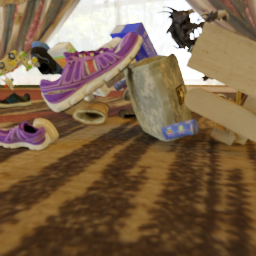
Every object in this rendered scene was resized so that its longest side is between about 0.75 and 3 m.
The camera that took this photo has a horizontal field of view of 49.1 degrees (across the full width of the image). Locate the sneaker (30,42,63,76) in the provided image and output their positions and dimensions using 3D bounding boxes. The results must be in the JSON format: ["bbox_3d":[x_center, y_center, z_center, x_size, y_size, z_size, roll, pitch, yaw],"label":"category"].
[{"bbox_3d":[-3.101,-2.462,11.315,0.878,0.975,2.503,0,-13,19],"label":"sneaker"}]

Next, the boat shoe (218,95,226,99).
[{"bbox_3d":[4.876,-1.558,15.671,1.823,0.674,0.550,11,46,-32],"label":"boat shoe"}]

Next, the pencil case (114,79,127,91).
[{"bbox_3d":[-0.178,-1.559,9.853,0.295,0.328,0.756,34,-32,-29],"label":"pencil case"}]

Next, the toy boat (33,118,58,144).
[{"bbox_3d":[-2.211,0.132,7.020,0.852,0.716,0.396,-29,19,11],"label":"toy boat"}]

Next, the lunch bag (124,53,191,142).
[{"bbox_3d":[0.809,-0.867,7.410,1.402,1.956,2.385,-18,16,-2],"label":"lunch bag"}]

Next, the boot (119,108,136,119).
[{"bbox_3d":[0.235,-0.561,11.253,1.124,0.381,0.734,-13,20,-21],"label":"boot"}]

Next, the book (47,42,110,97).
[{"bbox_3d":[-1.516,-1.798,8.794,0.465,1.936,1.294,-49,33,-15],"label":"book"}]

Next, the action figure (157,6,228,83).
[{"bbox_3d":[1.645,-2.064,6.418,1.085,2.126,1.263,-43,11,-12],"label":"action figure"}]

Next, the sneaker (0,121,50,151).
[{"bbox_3d":[-2.534,0.104,6.647,1.479,0.617,0.596,3,31,15],"label":"sneaker"}]

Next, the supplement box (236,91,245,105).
[{"bbox_3d":[5.497,-0.931,9.125,2.679,1.803,2.716,-3,11,-14],"label":"supplement box"}]

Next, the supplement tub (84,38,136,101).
[{"bbox_3d":[-1.038,-2.284,10.966,2.379,1.569,1.569,-35,22,-15],"label":"supplement tub"}]

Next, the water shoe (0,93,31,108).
[{"bbox_3d":[-6.159,-1.501,14.830,1.922,0.758,0.687,-9,14,-38],"label":"water shoe"}]

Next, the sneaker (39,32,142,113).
[{"bbox_3d":[-0.927,-1.568,6.959,2.896,1.208,1.168,-35,12,-4],"label":"sneaker"}]

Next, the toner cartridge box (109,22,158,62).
[{"bbox_3d":[0.533,-3.029,11.939,1.404,2.955,0.638,11,59,39],"label":"toner cartridge box"}]

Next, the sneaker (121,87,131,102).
[{"bbox_3d":[0.231,-1.504,10.855,0.781,0.740,1.902,22,-21,-1],"label":"sneaker"}]

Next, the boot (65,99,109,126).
[{"bbox_3d":[-1.717,-0.659,10.547,2.061,0.778,2.353,0,12,2],"label":"boot"}]

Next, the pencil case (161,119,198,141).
[{"bbox_3d":[1.115,0.059,6.068,0.813,0.353,0.317,-16,-24,35],"label":"pencil case"}]

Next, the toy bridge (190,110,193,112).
[{"bbox_3d":[1.654,-0.944,12.951,2.855,0.389,0.960,-2,11,-8],"label":"toy bridge"}]

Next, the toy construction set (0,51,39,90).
[{"bbox_3d":[-3.484,-1.840,8.688,0.633,0.902,1.375,3,51,49],"label":"toy construction set"}]

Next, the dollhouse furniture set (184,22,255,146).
[{"bbox_3d":[2.358,-0.966,6.721,1.993,2.327,2.446,28,25,11],"label":"dollhouse furniture set"}]
